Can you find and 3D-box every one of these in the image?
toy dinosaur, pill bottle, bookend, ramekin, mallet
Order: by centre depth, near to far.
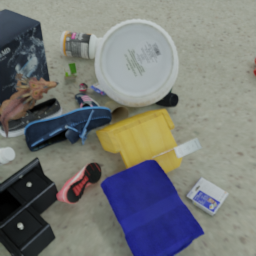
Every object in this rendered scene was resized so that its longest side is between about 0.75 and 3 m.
[{"bbox_3d":[-2.479,2.145,7.242,2.031,0.935,2.018,33,54,27],"label":"bookend"},{"bbox_3d":[-3.790,0.872,8.260,0.836,0.473,0.473,-19,41,22],"label":"pill bottle"},{"bbox_3d":[-3.317,-0.763,8.562,2.407,1.033,1.631,-54,27,-3],"label":"toy dinosaur"},{"bbox_3d":[0.264,-2.106,9.155,2.901,2.901,1.523,2,6,2],"label":"ramekin"},{"bbox_3d":[0.572,-1.238,9.884,2.704,0.557,0.891,11,3,-34],"label":"mallet"},{"bbox_3d":[-2.041,-3.759,12.831,1.916,1.115,1.115,7,46,1],"label":"pill bottle"}]

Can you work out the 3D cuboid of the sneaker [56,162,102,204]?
[{"bbox_3d":[-1.425,1.510,8.016,0.722,0.613,1.664,-15,17,38],"label":"sneaker"}]

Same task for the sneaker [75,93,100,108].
[{"bbox_3d":[-1.646,-0.933,10.439,1.342,0.471,0.550,29,31,33],"label":"sneaker"}]

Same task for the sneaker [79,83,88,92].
[{"bbox_3d":[-1.758,-1.650,11.090,0.325,0.301,0.805,-1,18,-1],"label":"sneaker"}]

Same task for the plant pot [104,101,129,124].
[{"bbox_3d":[-0.514,-0.601,10.114,0.793,0.793,0.847,-21,38,-19],"label":"plant pot"}]

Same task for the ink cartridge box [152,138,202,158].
[{"bbox_3d":[1.305,0.659,7.462,1.210,1.394,0.304,-26,82,8],"label":"ink cartridge box"}]

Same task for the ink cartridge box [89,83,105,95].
[{"bbox_3d":[-0.932,-1.677,11.404,1.138,0.239,0.679,-30,48,-32],"label":"ink cartridge box"}]

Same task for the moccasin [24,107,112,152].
[{"bbox_3d":[-1.887,0.146,9.207,2.897,1.166,0.988,-17,62,3],"label":"moccasin"}]

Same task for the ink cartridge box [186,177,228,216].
[{"bbox_3d":[2.243,1.941,7.964,0.878,0.206,0.868,29,52,30],"label":"ink cartridge box"}]

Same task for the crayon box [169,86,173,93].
[{"bbox_3d":[0.243,-2.319,11.443,2.338,0.790,2.710,-6,45,-17],"label":"crayon box"}]

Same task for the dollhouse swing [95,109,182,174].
[{"bbox_3d":[0.395,0.591,9.145,2.095,1.842,1.904,-23,8,-20],"label":"dollhouse swing"}]

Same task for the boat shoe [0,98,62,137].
[{"bbox_3d":[-3.431,-0.439,9.863,2.264,0.750,0.792,-23,48,-19],"label":"boat shoe"}]

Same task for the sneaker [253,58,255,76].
[{"bbox_3d":[5.726,-2.527,12.000,0.744,0.675,1.752,-5,46,2],"label":"sneaker"}]

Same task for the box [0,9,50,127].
[{"bbox_3d":[-4.457,-2.127,9.961,1.706,2.906,2.858,24,51,15],"label":"box"}]

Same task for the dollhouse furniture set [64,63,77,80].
[{"bbox_3d":[-2.364,-2.318,11.515,0.530,1.061,0.410,-13,91,-18],"label":"dollhouse furniture set"}]

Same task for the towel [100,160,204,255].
[{"bbox_3d":[0.530,2.087,7.132,1.781,0.597,2.412,-21,58,-18],"label":"towel"}]
